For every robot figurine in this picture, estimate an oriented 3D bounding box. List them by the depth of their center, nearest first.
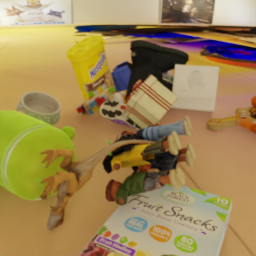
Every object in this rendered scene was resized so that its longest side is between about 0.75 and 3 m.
[{"bbox_3d":[-2.273,0.541,6.056,2.719,1.573,2.385,18,30,33],"label":"robot figurine"}]

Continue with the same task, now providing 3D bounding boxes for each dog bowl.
[{"bbox_3d":[-2.363,-0.550,7.533,1.190,0.349,1.190,18,34,-13],"label":"dog bowl"}]

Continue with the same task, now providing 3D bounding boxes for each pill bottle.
[{"bbox_3d":[-0.225,-1.048,10.531,1.114,0.619,0.619,-22,33,-37],"label":"pill bottle"}]

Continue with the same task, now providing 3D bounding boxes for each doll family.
[{"bbox_3d":[0.345,0.521,5.734,1.688,1.146,2.921,-18,2,25],"label":"doll family"}]

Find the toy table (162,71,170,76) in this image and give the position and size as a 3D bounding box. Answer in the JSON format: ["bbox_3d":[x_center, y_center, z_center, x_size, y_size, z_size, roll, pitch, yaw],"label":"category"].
[{"bbox_3d":[0.946,-2.066,11.828,1.567,1.705,0.998,40,50,13],"label":"toy table"}]

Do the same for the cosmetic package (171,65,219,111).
[{"bbox_3d":[2.379,-1.394,10.033,1.502,1.506,0.926,7,3,14],"label":"cosmetic package"}]

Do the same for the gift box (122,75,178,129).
[{"bbox_3d":[0.516,-0.666,8.013,1.183,1.169,1.266,40,59,4],"label":"gift box"}]

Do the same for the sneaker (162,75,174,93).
[{"bbox_3d":[1.635,-1.630,11.311,2.779,1.078,1.199,6,28,-5],"label":"sneaker"}]

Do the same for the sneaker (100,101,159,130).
[{"bbox_3d":[0.061,-0.359,8.974,1.928,0.777,0.804,20,-13,11],"label":"sneaker"}]

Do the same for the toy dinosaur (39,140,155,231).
[{"bbox_3d":[-0.825,0.733,4.872,0.731,2.419,1.285,50,12,34],"label":"toy dinosaur"}]

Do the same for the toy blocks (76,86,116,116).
[{"bbox_3d":[-1.145,-0.801,9.462,1.498,0.749,1.024,-25,18,17],"label":"toy blocks"}]

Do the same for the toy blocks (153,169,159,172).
[{"bbox_3d":[0.746,0.622,6.644,0.297,0.818,0.682,3,11,-31],"label":"toy blocks"}]

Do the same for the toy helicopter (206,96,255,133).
[{"bbox_3d":[3.583,-0.178,8.788,2.179,0.860,1.441,-10,34,3],"label":"toy helicopter"}]

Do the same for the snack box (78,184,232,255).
[{"bbox_3d":[0.512,1.802,4.432,1.729,0.644,2.431,13,28,26],"label":"snack box"}]

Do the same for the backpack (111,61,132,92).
[{"bbox_3d":[-0.236,-2.354,12.659,1.236,1.197,1.473,-16,25,10],"label":"backpack"}]

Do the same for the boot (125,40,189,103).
[{"bbox_3d":[1.079,-1.828,10.354,2.679,2.251,1.023,3,2,-36],"label":"boot"}]

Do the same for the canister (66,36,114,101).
[{"bbox_3d":[-1.343,-2.161,10.641,0.915,2.113,1.569,13,45,30],"label":"canister"}]
